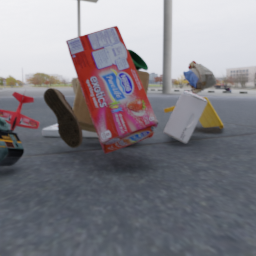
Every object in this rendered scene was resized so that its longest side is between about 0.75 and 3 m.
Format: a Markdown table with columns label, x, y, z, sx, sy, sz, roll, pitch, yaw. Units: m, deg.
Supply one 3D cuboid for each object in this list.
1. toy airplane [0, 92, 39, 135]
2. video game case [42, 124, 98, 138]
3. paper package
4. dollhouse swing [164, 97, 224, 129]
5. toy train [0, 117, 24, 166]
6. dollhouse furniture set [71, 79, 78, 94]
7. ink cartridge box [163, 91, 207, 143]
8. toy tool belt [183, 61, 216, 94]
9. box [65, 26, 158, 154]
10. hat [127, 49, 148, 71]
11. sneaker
| label | x | y | z | sx | sy | sz | roll | pitch | yaw |
| --- | --- | --- | --- | --- | --- | --- | --- | --- | --- |
| toy airplane | -4.139 | -0.605 | 10.484 | 1.751 | 1.751 | 0.322 | -3 | 4 | -16 |
| video game case | -1.777 | 0.019 | 11.881 | 2.833 | 0.336 | 2.578 | 1 | 9 | 7 |
| paper package | -0.587 | -0.909 | 9.663 | 2.384 | 2.272 | 1.233 | 10 | -9 | 2 |
| dollhouse swing | 2.956 | -0.473 | 12.632 | 1.872 | 1.935 | 2.129 | -30 | -3 | 17 |
| toy train | -3.249 | 0.267 | 6.146 | 0.876 | 1.171 | 2.055 | -41 | -19 | 10 |
| dollhouse furniture set | -1.147 | -1.608 | 11.474 | 1.588 | 1.125 | 1.729 | -16 | 12 | -38 |
| ink cartridge box | 2.074 | -0.464 | 10.048 | 0.897 | 1.540 | 2.128 | 25 | 13 | 9 |
| toy tool belt | 2.165 | -1.656 | 9.194 | 0.866 | 0.880 | 1.409 | -37 | 39 | 3 |
| box | -0.448 | -0.952 | 7.258 | 1.424 | 2.857 | 1.364 | -20 | -15 | -7 |
| hat | -0.028 | -2.072 | 9.780 | 0.966 | 1.166 | 1.027 | 3 | -41 | -51 |
| sneaker | -1.793 | -0.324 | 8.388 | 0.697 | 1.979 | 0.748 | -30 | -11 | 14 |
